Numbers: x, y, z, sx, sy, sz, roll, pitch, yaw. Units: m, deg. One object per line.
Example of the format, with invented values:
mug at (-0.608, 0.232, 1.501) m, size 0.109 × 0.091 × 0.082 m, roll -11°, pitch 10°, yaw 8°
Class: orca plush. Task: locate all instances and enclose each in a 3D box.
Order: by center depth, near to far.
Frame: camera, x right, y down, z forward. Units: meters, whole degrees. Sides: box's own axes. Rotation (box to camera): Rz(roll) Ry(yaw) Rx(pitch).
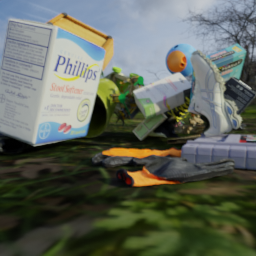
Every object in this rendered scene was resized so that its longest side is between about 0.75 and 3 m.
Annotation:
orca plush at (1.090, -0.127, 9.941) m, size 1.232 × 0.832 × 2.342 m, roll -2°, pitch 3°, yaw 3°

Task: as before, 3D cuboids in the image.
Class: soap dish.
soap dish at (-1.794, -3.021, 9.993) m, size 2.548 × 1.035 × 2.005 m, roll 26°, pitch 35°, yaw -6°

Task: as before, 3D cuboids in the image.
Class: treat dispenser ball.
treat dispenser ball at (1.933, -2.412, 10.078) m, size 1.189 × 1.189 × 1.189 m, roll 0°, pitch 4°, yaw 0°

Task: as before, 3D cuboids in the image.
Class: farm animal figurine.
farm animal figurine at (2.507, -0.136, 11.506) m, size 1.131 × 0.569 × 0.913 m, roll -37°, pitch -42°, yaw 8°

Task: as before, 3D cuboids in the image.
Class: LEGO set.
LEGO set at (-0.059, -1.004, 9.763) m, size 0.975 × 1.294 × 1.683 m, roll 2°, pitch 48°, yaw 46°

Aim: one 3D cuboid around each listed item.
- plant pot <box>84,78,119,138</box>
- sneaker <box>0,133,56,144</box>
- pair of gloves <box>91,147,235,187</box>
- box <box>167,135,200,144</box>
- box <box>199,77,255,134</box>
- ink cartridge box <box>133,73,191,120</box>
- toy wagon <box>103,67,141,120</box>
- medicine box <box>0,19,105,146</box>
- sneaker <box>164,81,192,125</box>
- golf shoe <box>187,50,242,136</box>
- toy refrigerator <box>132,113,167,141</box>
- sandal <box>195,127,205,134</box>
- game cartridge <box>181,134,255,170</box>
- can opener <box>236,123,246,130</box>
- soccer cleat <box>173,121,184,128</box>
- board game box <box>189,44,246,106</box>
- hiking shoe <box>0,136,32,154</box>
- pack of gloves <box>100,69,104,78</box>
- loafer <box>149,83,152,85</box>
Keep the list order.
plant pot at (-1.223, -0.933, 10.199) m, size 1.962 × 1.962 × 1.889 m, roll 2°, pitch 27°, yaw 23°
sneaker at (-2.955, -0.112, 8.337) m, size 1.048 × 1.149 × 2.804 m, roll 2°, pitch -3°, yaw 27°
pair of gloves at (0.561, 0.602, 5.152) m, size 2.126 × 0.295 × 2.386 m, roll -2°, pitch 5°, yaw -25°
box at (2.100, 0.343, 8.877) m, size 1.195 × 0.156 × 1.462 m, roll -7°, pitch -1°, yaw 39°
box at (2.790, -0.650, 7.797) m, size 0.806 × 1.372 × 1.350 m, roll 39°, pitch 22°, yaw 13°
ink cartridge box at (1.139, -1.052, 9.074) m, size 1.702 × 0.573 × 0.997 m, roll -23°, pitch 45°, yaw -5°
toy wagon at (-0.518, -1.484, 11.222) m, size 2.361 × 1.832 × 0.467 m, roll 25°, pitch 24°, yaw 23°
medicine box at (-1.896, -1.067, 7.090) m, size 1.329 × 2.581 × 2.351 m, roll 18°, pitch 10°, yaw 19°
sneaker at (2.026, -0.713, 10.420) m, size 1.064 × 1.209 × 2.857 m, roll 40°, pitch -34°, yaw -8°
golf shoe at (1.852, -0.794, 6.799) m, size 1.045 × 2.150 × 0.842 m, roll -26°, pitch 1°, yaw 10°
toy refrigerator at (0.724, -0.115, 9.402) m, size 1.147 × 0.435 × 0.401 m, roll -43°, pitch -10°, yaw 14°
sandal at (3.327, 0.132, 11.746) m, size 1.012 × 0.406 × 0.273 m, roll -3°, pitch -19°, yaw 28°
game cartridge at (2.399, 0.438, 6.308) m, size 1.833 × 0.543 × 2.828 m, roll -3°, pitch 2°, yaw 23°
can opener at (5.731, -0.043, 14.360) m, size 0.413 × 0.512 × 1.302 m, roll -42°, pitch -21°, yaw 27°
soccer cleat at (2.015, -0.249, 12.173) m, size 0.401 × 0.310 × 0.958 m, roll -36°, pitch 37°, yaw -24°
board game box at (2.619, -1.404, 8.412) m, size 1.425 × 0.443 × 1.888 m, roll -22°, pitch -37°, yaw -8°
hiking shoe at (-2.742, 0.408, 7.001) m, size 0.760 × 0.572 × 1.511 m, roll 18°, pitch 18°, yaw 28°
pack of gloves at (-1.245, -2.136, 8.739) m, size 1.115 × 0.262 × 1.327 m, roll 23°, pitch -22°, yaw 15°
loafer at (0.943, -1.453, 10.656) m, size 0.440 × 0.428 × 1.205 m, roll 37°, pitch 25°, yaw -12°
